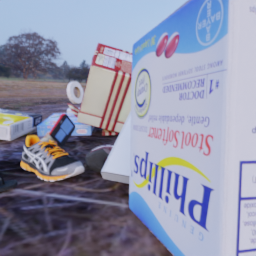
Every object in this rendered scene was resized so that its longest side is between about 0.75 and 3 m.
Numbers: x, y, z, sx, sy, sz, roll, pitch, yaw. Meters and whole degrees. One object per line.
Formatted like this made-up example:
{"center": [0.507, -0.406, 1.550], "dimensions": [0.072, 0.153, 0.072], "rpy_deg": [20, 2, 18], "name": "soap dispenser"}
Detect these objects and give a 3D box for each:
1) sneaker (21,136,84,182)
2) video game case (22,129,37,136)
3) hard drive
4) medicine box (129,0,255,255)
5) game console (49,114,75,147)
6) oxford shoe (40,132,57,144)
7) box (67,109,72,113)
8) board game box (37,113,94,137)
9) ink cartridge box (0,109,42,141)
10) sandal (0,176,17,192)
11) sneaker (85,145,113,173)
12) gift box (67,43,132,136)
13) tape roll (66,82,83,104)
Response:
{"center": [-1.824, 0.675, 6.431], "dimensions": [2.039, 0.788, 0.798], "rpy_deg": [8, 10, 36], "name": "sneaker"}
{"center": [-5.208, 0.154, 11.496], "dimensions": [2.190, 0.279, 1.979], "rpy_deg": [2, 9, 18], "name": "video game case"}
{"center": [0.397, 0.327, 5.816], "dimensions": [1.287, 0.256, 1.951], "rpy_deg": [7, 44, 19], "name": "hard drive"}
{"center": [1.017, 0.055, 3.410], "dimensions": [1.372, 2.666, 2.429], "rpy_deg": [1, 2, -17], "name": "medicine box"}
{"center": [-1.841, 0.074, 7.928], "dimensions": [0.133, 0.756, 0.855], "rpy_deg": [18, -23, 22], "name": "game console"}
{"center": [-2.762, 0.365, 9.482], "dimensions": [0.435, 0.454, 1.230], "rpy_deg": [3, 9, 17], "name": "oxford shoe"}
{"center": [-2.706, -0.649, 15.159], "dimensions": [1.142, 0.746, 1.136], "rpy_deg": [-1, 9, -8], "name": "box"}
{"center": [-2.576, -0.205, 12.433], "dimensions": [2.132, 0.516, 2.819], "rpy_deg": [-1, 12, -1], "name": "board game box"}
{"center": [-5.171, -0.256, 10.503], "dimensions": [2.967, 0.697, 2.932], "rpy_deg": [9, 12, 1], "name": "ink cartridge box"}
{"center": [-2.905, 1.046, 5.405], "dimensions": [1.444, 0.346, 0.543], "rpy_deg": [-1, 9, -3], "name": "sandal"}
{"center": [-0.133, 0.813, 6.035], "dimensions": [1.729, 0.654, 0.999], "rpy_deg": [1, 12, 3], "name": "sneaker"}
{"center": [-0.693, -1.501, 11.193], "dimensions": [2.992, 2.794, 2.761], "rpy_deg": [16, 34, -4], "name": "gift box"}
{"center": [-5.664, -3.777, 30.082], "dimensions": [0.445, 2.438, 2.438], "rpy_deg": [-7, 5, 26], "name": "tape roll"}
